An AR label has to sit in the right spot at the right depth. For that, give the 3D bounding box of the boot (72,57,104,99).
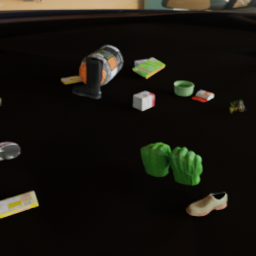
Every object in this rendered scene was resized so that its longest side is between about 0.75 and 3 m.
[{"bbox_3d":[-1.928,-2.415,13.154,1.514,1.836,0.603,13,32,12],"label":"boot"}]

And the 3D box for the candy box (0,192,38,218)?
[{"bbox_3d":[-2.974,2.035,7.417,1.037,0.137,0.530,-14,30,-24],"label":"candy box"}]

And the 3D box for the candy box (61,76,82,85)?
[{"bbox_3d":[-3.085,-2.714,15.839,1.276,0.168,0.652,-15,30,-25],"label":"candy box"}]

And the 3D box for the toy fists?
[{"bbox_3d":[1.214,0.945,8.065,1.896,0.966,0.652,11,38,37],"label":"toy fists"}]

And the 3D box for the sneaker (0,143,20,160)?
[{"bbox_3d":[-4.417,0.852,9.212,1.578,0.634,0.681,-8,17,-29],"label":"sneaker"}]

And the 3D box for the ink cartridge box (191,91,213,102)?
[{"bbox_3d":[3.652,-1.559,13.746,0.715,0.221,0.881,25,35,38],"label":"ink cartridge box"}]

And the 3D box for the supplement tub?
[{"bbox_3d":[-1.490,-3.385,15.446,1.732,1.732,2.827,9,31,15],"label":"supplement tub"}]

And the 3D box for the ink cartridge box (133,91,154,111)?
[{"bbox_3d":[0.702,-1.231,12.767,0.820,0.593,0.596,-26,38,-38],"label":"ink cartridge box"}]

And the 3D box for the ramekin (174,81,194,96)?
[{"bbox_3d":[2.804,-1.979,14.210,0.984,0.480,0.984,0,29,0],"label":"ramekin"}]

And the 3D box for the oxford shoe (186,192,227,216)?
[{"bbox_3d":[2.039,1.936,7.286,1.177,0.435,0.417,-12,32,-21],"label":"oxford shoe"}]

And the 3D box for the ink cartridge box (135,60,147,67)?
[{"bbox_3d":[1.097,-4.017,17.878,1.148,0.438,0.783,-15,35,-23],"label":"ink cartridge box"}]

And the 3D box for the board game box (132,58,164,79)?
[{"bbox_3d":[1.222,-3.595,16.869,0.989,0.310,2.069,35,46,21],"label":"board game box"}]

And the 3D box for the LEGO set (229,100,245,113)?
[{"bbox_3d":[4.823,-0.854,12.395,0.653,0.492,0.849,-22,18,24],"label":"LEGO set"}]
